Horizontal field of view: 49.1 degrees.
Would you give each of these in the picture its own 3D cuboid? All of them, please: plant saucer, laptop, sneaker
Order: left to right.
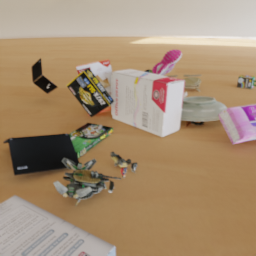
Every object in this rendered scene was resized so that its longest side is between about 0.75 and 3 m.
[{"bbox_3d":[-2.693,0.758,8.508,1.807,1.053,2.039,-4,-4,-30],"label":"laptop"},{"bbox_3d":[-4.012,-2.434,13.379,1.217,1.373,0.709,-15,43,51],"label":"laptop"},{"bbox_3d":[1.613,-2.608,11.312,0.598,1.356,0.551,8,49,-61],"label":"sneaker"},{"bbox_3d":[2.869,-0.879,11.537,2.589,0.650,2.589,-3,15,1],"label":"plant saucer"}]

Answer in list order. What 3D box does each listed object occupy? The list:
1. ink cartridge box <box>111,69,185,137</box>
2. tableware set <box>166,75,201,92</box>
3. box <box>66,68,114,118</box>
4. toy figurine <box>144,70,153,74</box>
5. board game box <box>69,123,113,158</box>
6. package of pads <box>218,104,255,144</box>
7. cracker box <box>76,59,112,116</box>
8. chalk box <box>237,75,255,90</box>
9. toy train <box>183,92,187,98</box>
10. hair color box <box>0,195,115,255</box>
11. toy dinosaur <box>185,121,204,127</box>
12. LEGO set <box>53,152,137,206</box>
[{"bbox_3d":[0.662,-1.042,10.617,1.151,1.984,2.689,-18,30,-41],"label":"ink cartridge box"},{"bbox_3d":[2.870,-2.451,15.851,2.461,0.493,1.627,2,35,19],"label":"tableware set"},{"bbox_3d":[-1.466,-1.310,10.730,1.280,1.603,0.395,-27,15,42],"label":"box"},{"bbox_3d":[0.598,-2.304,14.061,1.856,1.311,1.885,8,14,20],"label":"toy figurine"},{"bbox_3d":[-1.532,0.364,9.605,1.134,0.254,2.165,14,27,24],"label":"board game box"},{"bbox_3d":[4.011,-0.178,9.234,1.883,0.713,1.135,-9,69,-25],"label":"package of pads"},{"bbox_3d":[-1.263,-1.701,11.744,1.394,2.081,0.600,-15,17,-8],"label":"cracker box"},{"bbox_3d":[6.825,-2.597,15.955,1.031,0.644,0.639,14,28,27],"label":"chalk box"},{"bbox_3d":[1.355,-1.392,11.948,1.687,0.625,2.246,-37,21,-21],"label":"toy train"},{"bbox_3d":[-1.585,2.156,4.769,2.530,0.767,1.253,13,27,30],"label":"hair color box"},{"bbox_3d":[2.575,-0.288,10.974,0.680,0.512,1.002,0,50,50],"label":"toy dinosaur"},{"bbox_3d":[-0.828,1.321,7.127,2.571,0.729,1.670,-1,22,-37],"label":"LEGO set"}]
